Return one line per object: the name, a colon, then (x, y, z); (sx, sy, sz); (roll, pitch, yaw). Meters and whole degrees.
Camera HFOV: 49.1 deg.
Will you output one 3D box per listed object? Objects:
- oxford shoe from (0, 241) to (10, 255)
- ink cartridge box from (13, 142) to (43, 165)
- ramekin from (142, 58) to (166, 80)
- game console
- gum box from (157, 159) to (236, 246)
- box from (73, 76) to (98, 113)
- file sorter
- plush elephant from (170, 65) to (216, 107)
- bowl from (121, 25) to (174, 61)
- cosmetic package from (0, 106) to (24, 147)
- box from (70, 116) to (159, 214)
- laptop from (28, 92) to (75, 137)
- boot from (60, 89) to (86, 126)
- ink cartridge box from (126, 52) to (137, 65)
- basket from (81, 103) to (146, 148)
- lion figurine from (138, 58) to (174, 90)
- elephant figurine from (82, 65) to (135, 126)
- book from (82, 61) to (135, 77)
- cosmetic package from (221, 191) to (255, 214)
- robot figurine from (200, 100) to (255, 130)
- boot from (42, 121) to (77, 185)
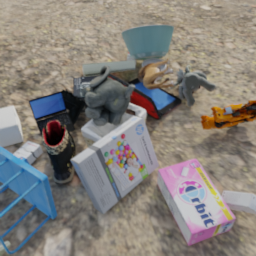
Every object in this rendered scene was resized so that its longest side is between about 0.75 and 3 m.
oxford shoe: (-4.278, 3.668, 7.630); (2.063, 0.776, 0.596); (-29, 69, -20)
ink cartridge box: (-3.793, 1.006, 10.499); (0.687, 0.400, 0.950); (15, 46, 29)
ramekin: (1.317, -2.985, 14.390); (1.244, 0.653, 1.244); (0, 46, 0)
game console: (0.697, -1.785, 12.551); (2.824, 2.434, 1.676); (35, 81, 30)
gum box: (2.034, 2.230, 9.022); (1.433, 0.835, 2.525); (-15, 47, -13)
box: (-1.674, -1.548, 12.722); (1.524, 0.961, 1.550); (-6, 45, -5)
file sorter: (-3.930, 1.981, 8.378); (2.936, 2.037, 1.801); (25, 47, 23)
plush elephant: (2.790, -2.076, 12.988); (1.851, 1.524, 1.433); (43, 11, -11)
bowl: (1.045, -4.285, 14.425); (2.718, 1.422, 2.718); (-5, 7, 1)
cosmetic package: (-5.513, 0.134, 10.997); (2.413, 1.024, 1.299); (-15, 46, -15)
box: (-0.297, 1.160, 9.175); (2.670, 2.082, 0.550); (-35, 30, -29)
laptop: (-2.928, -0.466, 10.851); (1.318, 0.768, 1.488); (-20, 65, -20)
boot: (-2.519, -0.816, 11.601); (1.377, 1.128, 0.510); (-62, 29, -3)
ink cartridge box: (0.214, -3.807, 15.411); (0.547, 0.317, 0.758); (9, 44, 0)
basket: (-0.466, 0.175, 10.671); (1.507, 1.371, 2.223); (24, 48, 27)
lion figurine: (1.111, -2.275, 12.446); (1.706, 1.010, 2.786); (-16, 18, 15)
elephant figurine: (-0.861, -1.421, 10.566); (1.970, 1.797, 2.539); (-3, 41, -4)
book: (-1.025, -3.027, 14.036); (2.493, 0.599, 1.666); (-9, 13, -8)
cosmetic package: (3.490, 2.284, 8.585); (0.621, 1.222, 0.452); (31, 74, -15)
robot figurine: (4.220, -0.523, 11.072); (2.453, 1.778, 0.714); (-10, 73, -17)
boot: (-2.438, 0.513, 9.983); (0.925, 1.903, 2.527); (-5, 44, -3)
